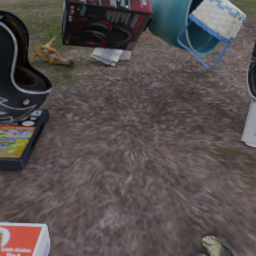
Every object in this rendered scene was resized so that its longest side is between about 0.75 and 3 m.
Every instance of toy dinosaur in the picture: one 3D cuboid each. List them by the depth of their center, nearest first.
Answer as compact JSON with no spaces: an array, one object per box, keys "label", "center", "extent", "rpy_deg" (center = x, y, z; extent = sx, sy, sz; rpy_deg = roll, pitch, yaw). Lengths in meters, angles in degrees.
[{"label":"toy dinosaur","center":[1.076,2.354,3.760],"extent":[1.035,0.557,2.348],"rpy_deg":[7,36,-1]},{"label":"toy dinosaur","center":[-3.484,-3.290,12.481],"extent":[1.584,0.901,2.983],"rpy_deg":[-1,33,-44]}]

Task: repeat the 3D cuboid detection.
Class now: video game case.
[{"label":"video game case","center":[-3.664,0.190,7.274],"extent":[2.642,0.337,2.387],"rpy_deg":[1,32,0]}]

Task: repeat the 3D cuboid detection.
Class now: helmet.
[{"label":"helmet","center":[-2.519,-1.018,5.104],"extent":[2.052,1.956,2.052],"rpy_deg":[-4,27,2]}]

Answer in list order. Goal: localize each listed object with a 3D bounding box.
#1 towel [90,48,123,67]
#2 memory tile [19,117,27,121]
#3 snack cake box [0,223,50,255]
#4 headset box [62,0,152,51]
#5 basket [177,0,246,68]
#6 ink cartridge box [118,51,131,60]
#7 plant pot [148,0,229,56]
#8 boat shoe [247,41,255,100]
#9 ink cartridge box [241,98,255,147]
[{"label":"towel","center":[-0.856,-3.326,12.112],"extent":[1.215,0.218,1.262],"rpy_deg":[24,71,10]},{"label":"memory tile","center":[-3.552,-0.498,7.919],"extent":[1.153,0.126,1.504],"rpy_deg":[-17,36,-26]},{"label":"snack cake box","center":[-2.155,1.994,4.240],"extent":[1.685,0.566,0.969],"rpy_deg":[2,31,2]},{"label":"headset box","center":[-0.600,-3.331,8.468],"extent":[2.623,1.949,0.984],"rpy_deg":[0,71,-19]},{"label":"basket","center":[1.616,-1.886,5.448],"extent":[1.018,1.154,0.803],"rpy_deg":[49,31,19]},{"label":"ink cartridge box","center":[-0.446,-3.766,13.130],"extent":[1.126,0.653,1.561],"rpy_deg":[0,34,1]},{"label":"plant pot","center":[1.682,-3.447,8.681],"extent":[2.082,2.082,1.956],"rpy_deg":[-26,35,-34]},{"label":"boat shoe","center":[2.083,-1.064,4.216],"extent":[0.493,1.322,0.411],"rpy_deg":[14,7,32]},{"label":"ink cartridge box","center":[4.137,-0.866,6.518],"extent":[2.159,2.942,1.219],"rpy_deg":[16,33,22]}]
